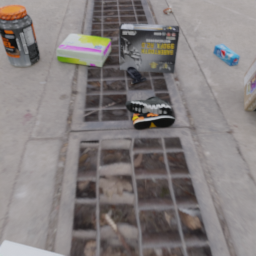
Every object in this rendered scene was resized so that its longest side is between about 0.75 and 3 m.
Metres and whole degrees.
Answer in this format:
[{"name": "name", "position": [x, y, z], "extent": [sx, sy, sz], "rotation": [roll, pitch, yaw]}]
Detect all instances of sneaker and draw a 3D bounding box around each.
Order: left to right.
[{"name": "sneaker", "position": [0.729, -0.789, 9.866], "extent": [1.636, 0.544, 0.740], "rotation": [6, 40, 1]}, {"name": "sneaker", "position": [0.846, -0.342, 9.378], "extent": [1.422, 0.497, 0.640], "rotation": [-7, 46, -4]}]

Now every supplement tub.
[{"name": "supplement tub", "position": [-4.643, -3.873, 11.883], "extent": [1.392, 2.273, 1.392], "rotation": [0, 42, 0]}]

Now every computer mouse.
[{"name": "computer mouse", "position": [0.254, -2.141, 11.541], "extent": [0.666, 0.253, 0.961], "rotation": [-20, 57, -21]}]

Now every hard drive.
[{"name": "hard drive", "position": [-2.029, 3.152, 5.793], "extent": [1.855, 0.244, 1.223], "rotation": [9, 44, 10]}]

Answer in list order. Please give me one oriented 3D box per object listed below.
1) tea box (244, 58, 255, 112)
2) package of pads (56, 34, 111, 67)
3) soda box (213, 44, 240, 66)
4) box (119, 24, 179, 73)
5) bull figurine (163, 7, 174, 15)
[{"name": "tea box", "position": [5.218, -1.528, 9.053], "extent": [2.249, 2.286, 1.528], "rotation": [5, 74, 6]}, {"name": "package of pads", "position": [-1.948, -3.539, 12.632], "extent": [2.115, 0.721, 1.634], "rotation": [10, 44, 9]}, {"name": "soda box", "position": [4.419, -3.291, 12.623], "extent": [0.439, 0.416, 1.295], "rotation": [-15, 44, -16]}, {"name": "box", "position": [0.820, -3.239, 11.507], "extent": [2.354, 1.864, 0.569], "rotation": [5, 42, 5]}, {"name": "bull figurine", "position": [2.442, -7.031, 16.753], "extent": [0.532, 0.285, 0.876], "rotation": [28, 50, 27]}]
